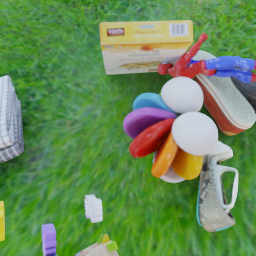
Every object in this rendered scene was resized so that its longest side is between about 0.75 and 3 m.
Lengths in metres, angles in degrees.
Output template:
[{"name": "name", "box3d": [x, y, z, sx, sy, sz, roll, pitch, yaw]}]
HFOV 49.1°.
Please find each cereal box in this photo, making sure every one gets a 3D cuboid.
[{"name": "cereal box", "box3d": [0.349, -1.975, 7.291, 2.017, 2.803, 0.554, -3, 88, -1]}]

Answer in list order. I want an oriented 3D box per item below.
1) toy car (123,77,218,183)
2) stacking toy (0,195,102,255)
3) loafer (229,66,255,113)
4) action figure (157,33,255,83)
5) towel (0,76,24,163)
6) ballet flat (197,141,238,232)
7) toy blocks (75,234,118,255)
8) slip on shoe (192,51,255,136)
[{"name": "toy car", "box3d": [0.756, 0.077, 6.303, 1.711, 1.997, 2.282, 1, 54, -15]}, {"name": "stacking toy", "box3d": [-1.442, 2.532, 5.137, 1.913, 0.596, 2.537, -1, 88, -24]}, {"name": "loafer", "box3d": [3.798, -0.896, 7.591, 1.068, 1.061, 2.935, -36, 66, -17]}, {"name": "action figure", "box3d": [2.226, -1.835, 7.204, 2.917, 0.952, 1.444, -1, 61, 13]}, {"name": "towel", "box3d": [-3.679, -0.016, 6.961, 1.984, 1.026, 2.396, -20, 47, -2]}, {"name": "ballet flat", "box3d": [2.031, 1.005, 6.489, 0.991, 0.892, 2.631, -23, 51, 34]}, {"name": "toy blocks", "box3d": [-0.723, 2.521, 5.435, 0.796, 1.165, 0.582, -19, 77, -27]}, {"name": "slip on shoe", "box3d": [2.354, -1.047, 7.746, 1.077, 0.889, 2.906, -10, 60, -25]}]
